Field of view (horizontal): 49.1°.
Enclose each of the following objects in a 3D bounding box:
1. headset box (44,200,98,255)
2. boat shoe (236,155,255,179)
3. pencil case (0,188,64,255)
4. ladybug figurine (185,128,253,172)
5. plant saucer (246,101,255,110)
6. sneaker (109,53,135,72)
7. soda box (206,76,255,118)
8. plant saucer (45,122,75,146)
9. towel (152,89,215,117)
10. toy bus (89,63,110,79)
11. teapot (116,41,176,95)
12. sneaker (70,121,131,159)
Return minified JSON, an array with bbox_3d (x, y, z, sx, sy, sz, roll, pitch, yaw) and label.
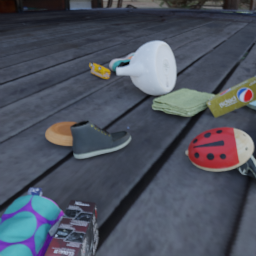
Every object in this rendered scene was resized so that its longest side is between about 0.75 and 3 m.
[{"bbox_3d":[-0.886,2.014,4.576,0.511,0.984,1.322,5,29,8],"label":"headset box"},{"bbox_3d":[3.039,1.006,7.075,0.525,0.557,1.552,-34,33,15],"label":"boat shoe"},{"bbox_3d":[-1.751,2.132,4.292,1.135,1.045,2.456,-11,27,11],"label":"pencil case"},{"bbox_3d":[2.251,0.508,7.075,1.668,0.600,1.132,-15,63,23],"label":"ladybug figurine"},{"bbox_3d":[5.159,-0.989,10.739,1.849,0.356,1.849,-1,29,0],"label":"plant saucer"},{"bbox_3d":[0.133,-3.298,14.632,2.236,0.798,0.893,-28,46,-35],"label":"sneaker"},{"bbox_3d":[3.714,-1.064,9.494,1.957,0.663,0.627,-27,7,41],"label":"soda box"},{"bbox_3d":[-1.792,0.132,8.556,1.413,0.264,1.413,6,23,-3],"label":"plant saucer"},{"bbox_3d":[2.140,-0.963,10.561,1.694,0.417,2.283,21,33,38],"label":"towel"},{"bbox_3d":[-1.439,-2.840,13.866,0.411,0.495,1.264,-7,28,-44],"label":"toy bus"},{"bbox_3d":[0.857,-2.412,11.685,1.720,2.355,2.325,-2,54,34],"label":"teapot"},{"bbox_3d":[-0.727,0.177,7.870,1.777,0.944,0.665,-17,20,-29],"label":"sneaker"}]
